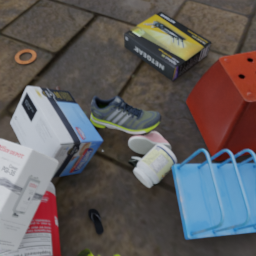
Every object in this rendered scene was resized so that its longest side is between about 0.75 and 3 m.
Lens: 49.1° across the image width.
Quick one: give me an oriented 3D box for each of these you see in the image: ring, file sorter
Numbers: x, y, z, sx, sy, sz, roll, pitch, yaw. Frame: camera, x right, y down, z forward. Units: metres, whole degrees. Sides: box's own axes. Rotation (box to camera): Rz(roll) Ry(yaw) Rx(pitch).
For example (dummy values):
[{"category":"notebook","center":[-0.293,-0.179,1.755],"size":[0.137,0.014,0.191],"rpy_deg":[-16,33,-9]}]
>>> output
[{"category":"ring","center":[-4.232,-2.927,11.580],"size":[0.862,0.083,0.862],"rpy_deg":[0,57,0]},{"category":"file sorter","center":[2.843,1.593,7.060],"size":[2.753,1.689,1.910],"rpy_deg":[2,63,-18]}]

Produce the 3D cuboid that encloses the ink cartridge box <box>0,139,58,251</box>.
[{"category":"ink cartridge box","center":[-2.559,1.327,5.941],"size":[1.432,0.809,1.955],"rpy_deg":[10,69,39]}]

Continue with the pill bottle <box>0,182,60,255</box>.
[{"category":"pill bottle","center":[-2.499,2.835,6.746],"size":[1.659,1.659,2.955],"rpy_deg":[-11,57,-7]}]

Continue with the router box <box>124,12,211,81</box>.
[{"category":"router box","center":[1.563,-3.430,11.503],"size":[2.217,0.736,2.819],"rpy_deg":[-39,64,-23]}]

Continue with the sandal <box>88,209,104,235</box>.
[{"category":"sandal","center":[-0.883,2.582,7.823],"size":[0.291,0.164,0.767],"rpy_deg":[-24,59,-15]}]

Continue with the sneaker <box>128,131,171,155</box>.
[{"category":"sneaker","center":[0.595,0.432,8.837],"size":[1.446,0.544,0.756],"rpy_deg":[10,28,-23]}]

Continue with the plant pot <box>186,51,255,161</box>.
[{"category":"plant pot","center":[3.700,-0.877,8.815],"size":[2.667,2.353,2.670],"rpy_deg":[-12,57,-8]}]

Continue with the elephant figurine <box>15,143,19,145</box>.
[{"category":"elephant figurine","center":[-4.097,0.941,8.580],"size":[1.313,0.929,1.019],"rpy_deg":[11,26,25]}]

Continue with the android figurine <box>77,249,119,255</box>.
[{"category":"android figurine","center":[-0.682,3.840,6.134],"size":[1.987,0.448,2.183],"rpy_deg":[-36,103,-37]}]

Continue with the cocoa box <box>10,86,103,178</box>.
[{"category":"cocoa box","center":[-2.163,0.112,8.328],"size":[1.518,1.543,2.313],"rpy_deg":[-1,45,-49]}]

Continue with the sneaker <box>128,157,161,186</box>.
[{"category":"sneaker","center":[0.482,1.322,8.499],"size":[1.190,0.478,0.514],"rpy_deg":[26,64,19]}]

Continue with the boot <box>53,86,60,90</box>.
[{"category":"boot","center":[-2.493,-0.990,9.876],"size":[0.258,0.750,0.805],"rpy_deg":[8,35,-49]}]

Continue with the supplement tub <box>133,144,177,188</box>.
[{"category":"supplement tub","center":[0.756,1.082,7.976],"size":[1.098,0.796,0.796],"rpy_deg":[-43,65,-16]}]

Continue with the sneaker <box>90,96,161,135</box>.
[{"category":"sneaker","center":[-0.149,-0.444,8.651],"size":[2.358,0.954,0.871],"rpy_deg":[5,42,15]}]
